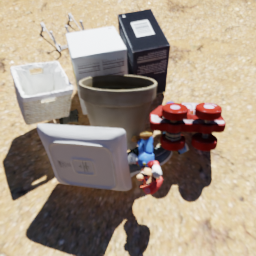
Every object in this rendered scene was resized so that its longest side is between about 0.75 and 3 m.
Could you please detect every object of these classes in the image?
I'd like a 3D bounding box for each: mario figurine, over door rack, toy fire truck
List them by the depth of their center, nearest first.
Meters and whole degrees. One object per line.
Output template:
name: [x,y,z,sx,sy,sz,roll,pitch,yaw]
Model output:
mario figurine: [0.468,1.123,8.688,1.004,1.169,1.894,-11,77,2]
toy fire truck: [2.205,-0.354,10.585,2.773,1.555,2.329,1,26,4]
over door rack: [-3.405,-5.262,14.945,1.880,0.848,2.545,-27,59,-19]

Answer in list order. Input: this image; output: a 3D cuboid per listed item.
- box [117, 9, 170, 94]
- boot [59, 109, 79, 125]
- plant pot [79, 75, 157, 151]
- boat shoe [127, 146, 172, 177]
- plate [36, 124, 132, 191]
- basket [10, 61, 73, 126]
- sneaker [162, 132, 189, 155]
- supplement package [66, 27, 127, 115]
box: [0.623,-3.216,12.272,1.578,2.688,2.643,-12,55,-7]
boot: [-2.581,-0.682,11.969,0.851,0.441,1.302,-11,58,-14]
plant pot: [-0.354,-0.512,9.766,2.625,2.277,2.625,1,22,0]
boat shoe: [0.394,1.056,10.064,2.814,0.869,1.025,-20,15,-24]
plate: [-1.369,1.114,8.980,2.811,2.805,0.454,4,43,11]
basket: [-3.194,-1.301,10.421,1.830,1.485,1.846,-15,51,-26]
sneaker: [1.728,0.577,10.864,0.572,0.498,1.271,-39,46,-12]
supplement package: [-1.219,-2.342,11.487,2.019,2.680,2.034,-12,45,-10]
